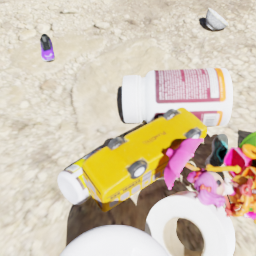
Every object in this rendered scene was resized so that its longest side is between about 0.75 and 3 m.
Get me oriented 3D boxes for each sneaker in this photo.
[{"bbox_3d":[2.288,0.551,6.834,0.435,0.511,1.121,31,56,-4],"label":"sneaker"},{"bbox_3d":[-2.859,-2.836,9.709,0.432,0.618,1.242,-12,50,-11],"label":"sneaker"}]

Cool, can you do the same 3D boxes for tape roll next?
[{"bbox_3d":[1.056,1.875,4.893,1.499,1.499,0.524,39,20,28],"label":"tape roll"}]

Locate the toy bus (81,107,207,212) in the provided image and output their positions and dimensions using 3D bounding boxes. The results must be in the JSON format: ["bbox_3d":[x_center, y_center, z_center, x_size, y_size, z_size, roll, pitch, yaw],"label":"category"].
[{"bbox_3d":[0.366,0.541,5.484,2.477,0.970,0.806,-28,52,-23],"label":"toy bus"}]

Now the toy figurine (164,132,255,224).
[{"bbox_3d":[1.547,0.868,4.520,1.910,1.558,2.075,6,34,-16],"label":"toy figurine"}]

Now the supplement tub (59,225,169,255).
[{"bbox_3d":[-0.245,2.451,3.972,1.619,2.227,1.619,3,55,-4],"label":"supplement tub"}]

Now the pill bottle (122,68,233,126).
[{"bbox_3d":[1.209,-0.769,7.313,2.615,1.493,1.493,-1,49,6],"label":"pill bottle"}]

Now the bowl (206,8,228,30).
[{"bbox_3d":[3.313,-4.084,10.762,1.013,0.476,1.013,27,36,-22],"label":"bowl"}]

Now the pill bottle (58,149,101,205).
[{"bbox_3d":[-0.776,0.995,6.245,0.792,0.792,1.449,35,46,26],"label":"pill bottle"}]
